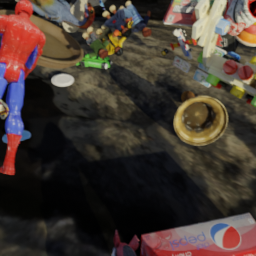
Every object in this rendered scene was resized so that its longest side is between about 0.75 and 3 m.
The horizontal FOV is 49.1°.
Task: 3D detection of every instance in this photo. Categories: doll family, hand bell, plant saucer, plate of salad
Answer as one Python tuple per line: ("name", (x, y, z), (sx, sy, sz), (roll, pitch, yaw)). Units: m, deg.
("doll family", (-0.214, -2.271, 6.736), (1.009, 1.746, 0.685), (54, 17, 20))
("hand bell", (2.078, -0.732, 9.046), (1.481, 1.481, 2.844), (2, 24, 3))
("plant saucer", (-2.540, -2.471, 7.930), (2.625, 0.387, 2.625), (24, 31, -15))
("plate of salad", (-2.641, -1.895, 11.324), (0.893, 0.215, 0.893), (4, 44, -4))

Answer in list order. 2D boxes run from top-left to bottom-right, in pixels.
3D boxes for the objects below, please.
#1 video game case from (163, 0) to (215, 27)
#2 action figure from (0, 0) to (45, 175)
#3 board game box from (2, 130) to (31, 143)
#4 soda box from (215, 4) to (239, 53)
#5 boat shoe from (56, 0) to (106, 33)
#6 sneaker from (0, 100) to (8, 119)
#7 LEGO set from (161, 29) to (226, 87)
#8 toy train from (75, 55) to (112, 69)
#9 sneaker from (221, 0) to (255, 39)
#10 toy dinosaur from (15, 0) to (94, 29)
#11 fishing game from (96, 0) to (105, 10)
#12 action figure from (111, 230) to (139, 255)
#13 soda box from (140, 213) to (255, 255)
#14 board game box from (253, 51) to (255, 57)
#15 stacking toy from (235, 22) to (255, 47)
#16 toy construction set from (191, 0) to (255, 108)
("video game case", (1.377, -2.508, 5.288), (1.023, 1.431, 0.125), (0, 62, -16))
("action figure", (-2.234, -0.769, 4.882), (0.962, 2.947, 1.459), (18, -12, -40))
("board game box", (-3.274, 0.318, 8.244), (0.786, 0.153, 0.621), (-20, 35, -35))
("soda box", (2.909, -3.829, 8.738), (1.049, 2.965, 0.939), (10, 56, 30))
("boat shoe", (-1.626, -4.497, 10.078), (0.767, 0.899, 2.690), (22, 70, 45))
("sneaker", (-3.072, -0.469, 6.535), (0.295, 0.788, 0.355), (8, 72, 18))
("LEGO set", (1.554, -1.800, 7.218), (1.595, 1.192, 0.392), (35, 58, 16))
("toy train", (-1.810, -3.027, 12.766), (2.164, 0.452, 0.610), (12, 47, 16))
("sneaker", (2.530, -2.778, 6.036), (0.559, 0.898, 1.675), (26, 69, -20))
("toy dinosaur", (-2.170, -3.874, 8.848), (2.309, 1.336, 2.545), (31, 4, -14))
("fishing game", (-0.944, -3.741, 7.448), (0.245, 1.574, 1.127), (-23, 30, 4))
("action figure", (-0.043, 2.597, 3.551), (1.833, 2.038, 2.736), (-8, 49, -2))
("soda box", (1.349, 2.220, 5.053), (2.181, 0.691, 0.763), (-7, 36, -11))
("board game box", (4.509, -2.831, 8.099), (0.334, 1.931, 1.308), (25, 3, -12))
("stacking toy", (2.848, -2.335, 6.240), (0.649, 0.888, 0.649), (5, 50, -6))
("toy construction set", (2.175, -1.127, 5.237), (2.824, 1.301, 1.852), (51, 19, 24))
